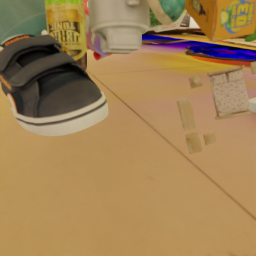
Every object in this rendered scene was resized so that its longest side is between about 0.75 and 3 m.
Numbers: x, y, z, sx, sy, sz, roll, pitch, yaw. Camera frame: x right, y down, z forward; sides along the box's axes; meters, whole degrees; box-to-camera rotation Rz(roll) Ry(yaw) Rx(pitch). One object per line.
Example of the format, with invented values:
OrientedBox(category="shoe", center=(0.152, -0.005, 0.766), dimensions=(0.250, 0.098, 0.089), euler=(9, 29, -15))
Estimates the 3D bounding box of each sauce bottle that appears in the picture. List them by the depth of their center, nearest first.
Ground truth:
OrientedBox(category="sauce bottle", center=(-1.122, -1.512, 5.288), dimensions=(0.725, 2.240, 0.725), euler=(-3, 13, 1))

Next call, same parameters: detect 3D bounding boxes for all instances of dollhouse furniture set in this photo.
OrientedBox(category="dollhouse furniture set", center=(1.153, -0.228, 3.284), dimensions=(1.083, 0.924, 0.529), euler=(-13, 4, 11))

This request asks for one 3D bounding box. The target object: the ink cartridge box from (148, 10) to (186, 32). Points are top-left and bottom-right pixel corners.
OrientedBox(category="ink cartridge box", center=(1.568, -4.591, 10.839), dimensions=(1.392, 2.378, 0.800), euler=(-23, 64, -35))

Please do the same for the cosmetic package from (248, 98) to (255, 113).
OrientedBox(category="cosmetic package", center=(4.742, -0.758, 9.330), dimensions=(1.359, 0.351, 1.025), euler=(-16, 31, -32))

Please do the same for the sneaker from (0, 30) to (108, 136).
OrientedBox(category="sneaker", center=(-1.343, -0.763, 4.108), dimensions=(1.114, 1.128, 2.841), euler=(-28, 30, -28))

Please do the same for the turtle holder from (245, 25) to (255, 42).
OrientedBox(category="turtle holder", center=(3.251, -3.125, 6.257), dimensions=(1.588, 1.484, 2.090), euler=(19, -28, -31))

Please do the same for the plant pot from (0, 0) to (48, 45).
OrientedBox(category="plant pot", center=(-2.407, -2.352, 6.235), dimensions=(1.921, 1.882, 1.921), euler=(-35, -1, 0))

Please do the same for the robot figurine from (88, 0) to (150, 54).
OrientedBox(category="robot figurine", center=(-0.209, -2.813, 6.011), dimensions=(1.313, 2.325, 1.972), euler=(-5, 8, -24))

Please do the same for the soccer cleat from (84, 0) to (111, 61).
OrientedBox(category="soccer cleat", center=(-1.128, -2.731, 7.822), dimensions=(0.885, 1.014, 2.653), euler=(60, 15, 23))

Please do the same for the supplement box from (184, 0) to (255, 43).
OrientedBox(category="supplement box", center=(1.573, -2.530, 5.307), dimensions=(0.824, 0.797, 2.395), euler=(-8, 42, 1))

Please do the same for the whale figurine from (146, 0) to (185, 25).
OrientedBox(category="whale figurine", center=(0.612, -2.398, 4.989), dimensions=(0.597, 1.150, 0.915), euler=(-27, 54, 24))

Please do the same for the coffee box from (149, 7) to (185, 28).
OrientedBox(category="coffee box", center=(0.966, -3.537, 7.699), dimensions=(1.701, 0.609, 2.767), euler=(-19, 2, -14))
